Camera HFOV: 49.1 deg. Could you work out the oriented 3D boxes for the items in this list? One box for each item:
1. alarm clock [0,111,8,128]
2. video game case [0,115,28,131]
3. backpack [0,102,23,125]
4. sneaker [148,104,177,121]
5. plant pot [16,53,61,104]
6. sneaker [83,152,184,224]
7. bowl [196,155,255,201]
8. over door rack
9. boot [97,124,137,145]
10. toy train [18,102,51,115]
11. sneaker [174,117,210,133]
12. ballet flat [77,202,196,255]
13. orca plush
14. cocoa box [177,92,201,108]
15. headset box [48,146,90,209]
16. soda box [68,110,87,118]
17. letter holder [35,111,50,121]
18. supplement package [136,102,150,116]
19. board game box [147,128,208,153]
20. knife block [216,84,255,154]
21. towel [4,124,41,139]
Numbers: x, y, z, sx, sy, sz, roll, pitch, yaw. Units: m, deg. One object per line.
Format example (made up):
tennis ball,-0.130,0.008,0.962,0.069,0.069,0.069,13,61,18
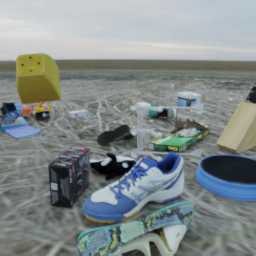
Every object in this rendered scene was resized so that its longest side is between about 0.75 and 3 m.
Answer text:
alarm clock,-6.865,-0.399,12.632,2.781,0.926,1.876,-25,-30,31
video game case,-6.447,-0.327,14.831,1.770,0.220,2.473,-10,19,-28
backpack,-5.844,-0.782,14.095,1.085,0.800,1.189,-38,-9,33
sneaker,1.736,-0.870,15.462,1.247,0.863,2.065,-1,8,-20
plant pot,-5.271,-3.001,16.067,2.337,2.321,2.390,-6,-20,-7
sneaker,0.188,1.354,7.052,2.911,1.283,1.096,-14,28,-33
bowl,3.243,1.404,8.460,2.324,0.456,2.324,0,17,0
over door rack,1.436,0.153,10.059,2.676,1.977,0.891,-1,15,-2
boot,-0.410,0.385,11.835,1.570,0.567,1.186,-24,-19,20
toy train,-5.724,-1.310,16.598,2.227,0.825,2.965,4,12,-8
sneaker,3.011,-0.106,13.287,1.736,0.656,0.611,8,18,28
ballet flat,0.376,2.195,5.390,2.669,0.991,0.991,-10,19,-24
orca plush,-0.662,1.267,8.673,1.814,0.954,0.645,8,49,16
cocoa box,4.074,-1.851,18.807,0.924,0.909,1.385,-9,19,-29
headset box,-1.526,1.261,7.688,0.589,1.167,1.570,5,16,13
soda box,-2.936,-0.813,16.309,1.005,0.320,0.342,-10,19,-32
letter holder,-4.745,-0.619,15.560,0.751,0.378,0.534,-9,-24,-16
supplement package,0.976,-1.132,16.858,0.634,0.626,1.045,-6,17,-19
board game box,2.146,0.456,11.735,1.436,0.322,2.741,6,17,37
knife block,4.853,-0.482,11.316,2.824,2.479,0.904,-13,21,-36
towel,-5.007,0.160,13.214,1.177,0.194,1.626,-16,23,-41
